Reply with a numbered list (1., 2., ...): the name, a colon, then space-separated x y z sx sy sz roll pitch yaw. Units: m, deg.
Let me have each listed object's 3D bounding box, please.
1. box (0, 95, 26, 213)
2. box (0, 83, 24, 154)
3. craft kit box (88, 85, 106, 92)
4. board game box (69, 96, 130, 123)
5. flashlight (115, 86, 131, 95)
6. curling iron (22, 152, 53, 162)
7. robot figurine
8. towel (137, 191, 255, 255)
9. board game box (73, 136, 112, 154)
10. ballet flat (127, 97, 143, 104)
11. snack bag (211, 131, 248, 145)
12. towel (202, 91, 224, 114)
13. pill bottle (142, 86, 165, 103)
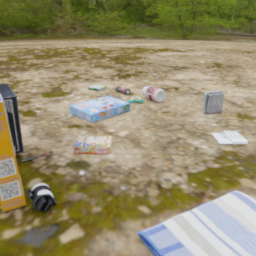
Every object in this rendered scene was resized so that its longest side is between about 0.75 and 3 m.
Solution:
1. box: -3.115 0.258 6.710 0.620 2.991 1.780 -12 25 -25
2. box: -4.368 -0.107 8.367 1.987 2.003 1.235 -13 34 -30
3. craft kit box: -1.862 -2.413 16.854 0.817 0.198 0.807 13 28 29
4. board game box: -1.286 -0.918 12.920 2.251 0.412 1.703 -20 30 -39
5. flashlight: -0.301 -2.165 16.012 0.379 0.381 1.120 13 10 -38
6. curling iron: -2.841 0.927 8.841 0.984 0.126 0.244 -16 -16 -20
7. robot figurine: -2.044 1.659 6.648 0.488 0.588 0.782 -27 31 -16
8. towel: 1.939 2.192 5.532 2.903 0.346 2.132 -12 25 -26
9. board game box: -1.173 0.567 9.521 1.198 0.277 0.908 1 23 2
10. ballet flat: 0.375 -1.428 14.321 0.832 0.293 0.280 5 23 11
11. snack bag: 3.672 0.352 10.260 1.067 0.114 1.006 -1 23 -3
12. towel: 3.868 -1.146 12.698 0.846 1.021 0.437 -6 25 -11
13. pill bottle: 1.303 -1.789 14.662 0.700 0.700 1.239 -14 26 -31
